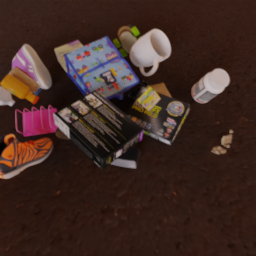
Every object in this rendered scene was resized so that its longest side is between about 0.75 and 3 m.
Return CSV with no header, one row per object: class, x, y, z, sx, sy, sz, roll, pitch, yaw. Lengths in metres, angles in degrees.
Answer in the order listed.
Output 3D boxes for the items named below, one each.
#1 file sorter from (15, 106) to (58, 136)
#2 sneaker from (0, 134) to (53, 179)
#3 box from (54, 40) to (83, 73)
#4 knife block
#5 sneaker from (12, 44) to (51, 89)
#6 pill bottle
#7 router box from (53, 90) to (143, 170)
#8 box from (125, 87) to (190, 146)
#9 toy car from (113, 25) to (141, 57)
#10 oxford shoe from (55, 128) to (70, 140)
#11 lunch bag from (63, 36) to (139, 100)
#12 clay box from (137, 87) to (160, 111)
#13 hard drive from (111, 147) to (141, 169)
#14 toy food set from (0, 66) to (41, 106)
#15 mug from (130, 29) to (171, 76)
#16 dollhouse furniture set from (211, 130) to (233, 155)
file sorter,-3.405,-0.282,10.432,1.325,0.831,0.921,-8,79,2
sneaker,-3.525,0.666,9.504,0.866,1.251,2.232,17,37,30
box,-2.668,-3.430,13.693,1.313,0.722,1.493,-27,54,-16
knife block,0.916,-1.276,11.901,1.575,0.574,1.794,-15,52,-9
sneaker,-4.510,-2.491,12.914,1.374,0.873,2.409,-38,71,17
pill bottle,3.347,-1.700,11.449,0.928,1.629,0.928,4,74,-14
router box,-1.037,-0.037,9.717,1.916,0.656,2.569,-35,63,-30
box,1.084,-0.500,10.897,2.108,0.467,1.689,25,74,20
toy car,-0.069,-4.678,14.372,1.311,1.259,1.596,-29,45,13
oxford shoe,-1.901,0.232,10.394,1.704,0.619,0.719,-1,25,2
lunch bag,-1.100,-2.231,12.103,2.184,1.365,2.901,-29,65,-17
clay box,0.745,-1.046,10.128,0.671,1.168,0.278,-47,69,5
hard drive,-0.313,0.936,10.029,1.410,0.298,0.951,11,39,10
toy food set,-4.350,-1.428,11.114,1.313,2.919,1.393,38,61,-22
mug,0.932,-3.343,13.038,1.397,1.659,1.892,7,73,-40
dollhouse furniture set,3.294,0.461,9.949,0.697,0.818,0.399,-8,21,-40
